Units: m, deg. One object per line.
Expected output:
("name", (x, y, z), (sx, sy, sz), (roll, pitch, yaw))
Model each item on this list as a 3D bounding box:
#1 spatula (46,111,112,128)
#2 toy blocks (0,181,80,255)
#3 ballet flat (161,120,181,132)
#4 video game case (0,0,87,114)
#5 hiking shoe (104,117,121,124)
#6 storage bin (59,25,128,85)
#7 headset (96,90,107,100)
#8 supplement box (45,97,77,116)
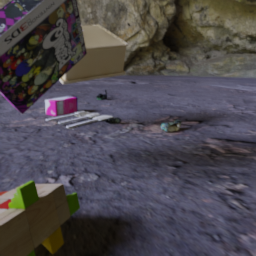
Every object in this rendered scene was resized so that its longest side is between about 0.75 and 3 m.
("spatula", (-2.372, -0.426, 13.534), (2.002, 0.231, 2.879), (17, 22, 33))
("toy blocks", (-2.131, 1.508, 4.272), (1.663, 1.216, 2.433), (-6, 10, 24))
("ballet flat", (1.875, -0.026, 11.623), (1.211, 0.450, 0.450), (-13, 19, -37))
("video game case", (-2.181, -1.844, 6.698), (0.521, 2.635, 2.907), (40, -15, 10))
("hiking shoe", (-0.703, -0.292, 12.841), (0.783, 0.296, 0.394), (-2, 20, 32))
("storage bin", (-2.029, -3.321, 11.945), (2.954, 1.384, 2.933), (-17, 44, -33))
("headset", (-1.859, -2.372, 20.472), (0.724, 0.551, 1.172), (7, 27, 24))
("supplement box", (-3.597, -1.193, 15.180), (0.823, 0.840, 1.626), (11, 16, 33))
